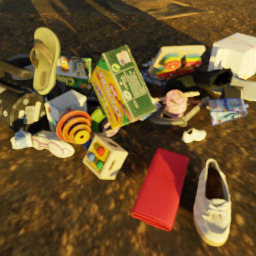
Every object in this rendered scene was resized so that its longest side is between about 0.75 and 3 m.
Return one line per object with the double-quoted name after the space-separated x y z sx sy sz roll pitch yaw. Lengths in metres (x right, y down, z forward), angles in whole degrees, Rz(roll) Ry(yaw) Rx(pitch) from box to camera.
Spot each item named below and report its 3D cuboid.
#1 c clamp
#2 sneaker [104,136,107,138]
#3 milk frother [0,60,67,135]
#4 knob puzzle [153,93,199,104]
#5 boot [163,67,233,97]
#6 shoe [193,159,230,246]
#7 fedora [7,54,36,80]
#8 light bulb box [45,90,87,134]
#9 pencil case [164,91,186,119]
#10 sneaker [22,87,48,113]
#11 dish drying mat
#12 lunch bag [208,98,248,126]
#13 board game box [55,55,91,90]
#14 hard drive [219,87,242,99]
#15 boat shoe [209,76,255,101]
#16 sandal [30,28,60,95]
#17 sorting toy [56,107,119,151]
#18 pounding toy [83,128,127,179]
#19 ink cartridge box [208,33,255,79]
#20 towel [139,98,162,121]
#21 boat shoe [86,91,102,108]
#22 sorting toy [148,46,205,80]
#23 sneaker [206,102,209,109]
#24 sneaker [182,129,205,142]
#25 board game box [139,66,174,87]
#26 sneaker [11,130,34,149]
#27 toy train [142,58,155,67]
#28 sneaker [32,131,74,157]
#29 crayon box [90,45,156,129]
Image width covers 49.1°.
2.242 -0.698 10.859 2.338 0.371 2.737 18 38 42 "c clamp"
-0.734 0.662 9.168 0.368 0.563 1.007 -14 38 -17 "sneaker"
-4.082 -1.110 10.842 2.532 2.429 2.692 22 -1 26 "milk frother"
1.982 -1.147 11.127 1.850 0.257 1.850 -9 2 0 "knob puzzle"
2.929 -1.859 11.636 2.452 0.907 2.009 -25 20 -23 "boot"
2.215 1.858 7.439 0.885 0.676 2.531 6 37 9 "shoe"
-5.175 -2.906 13.797 1.625 0.829 1.837 -2 36 -3 "fedora"
-2.207 -0.512 10.197 0.772 1.226 1.237 27 45 31 "light bulb box"
1.715 -0.825 10.264 0.728 1.682 0.696 -41 76 -2 "pencil case"
-3.727 -1.055 11.439 1.908 0.718 0.841 33 9 30 "sneaker"
1.001 1.604 8.017 1.086 0.257 2.827 17 35 12 "dish drying mat"
3.750 -0.673 10.433 1.347 0.633 1.014 -9 29 17 "lunch bag"
-2.845 -2.592 12.780 2.585 1.354 0.303 12 25 24 "board game box"
4.142 -1.080 11.348 0.884 0.277 1.311 14 64 14 "hard drive"
4.756 -1.816 12.299 0.945 0.997 2.852 5 13 -45 "boat shoe"
-3.132 -2.533 10.273 1.041 0.748 2.622 -8 75 20 "sandal"
-1.125 0.138 9.162 2.415 1.451 0.991 -8 38 -36 "sorting toy"
-0.827 0.569 8.519 1.525 1.340 0.698 35 13 38 "pounding toy"
5.203 -3.332 13.670 2.604 1.674 1.630 -31 47 -34 "ink cartridge box"
0.293 -1.139 11.066 1.890 0.225 1.388 43 47 18 "towel"
-0.782 -0.732 10.903 0.831 0.962 2.649 -37 43 -16 "boat shoe"
2.150 -2.777 12.492 1.966 1.978 0.688 -6 75 -15 "sorting toy"
3.589 -0.933 11.588 0.799 0.300 0.459 7 44 5 "sneaker"
2.352 0.211 9.873 0.916 0.455 0.357 -14 39 -19 "sneaker"
1.329 -2.527 13.745 1.588 0.275 1.076 26 44 31 "board game box"
-3.474 0.368 8.927 0.549 0.539 1.424 -15 7 -32 "sneaker"
1.543 -3.288 14.459 1.499 0.417 1.126 20 24 27 "toy train"
-2.471 0.438 9.401 1.678 0.628 0.836 17 36 21 "sneaker"
-0.311 -0.929 7.795 0.696 1.741 2.742 -25 1 -15 "crayon box"
